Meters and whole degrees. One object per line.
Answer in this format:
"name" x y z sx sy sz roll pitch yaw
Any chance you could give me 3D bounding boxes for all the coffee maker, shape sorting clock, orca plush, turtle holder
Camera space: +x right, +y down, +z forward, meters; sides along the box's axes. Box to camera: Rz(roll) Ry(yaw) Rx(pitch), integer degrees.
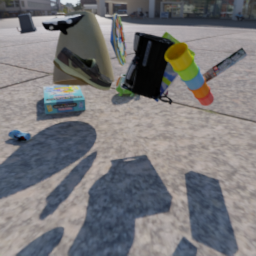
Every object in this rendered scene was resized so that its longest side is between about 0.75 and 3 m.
"coffee maker" 0.897 -2.125 9.717 1.917 1.995 1.344 16 24 -2
"shape sorting clock" -0.321 -3.564 11.407 0.404 2.059 2.059 -7 24 14
"orca plush" -1.926 -3.081 8.473 0.717 0.484 1.363 21 40 30
"turtle holder" 0.054 -2.401 15.637 1.514 1.075 1.151 11 28 22

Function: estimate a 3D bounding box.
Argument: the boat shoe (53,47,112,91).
"boat shoe" -1.156 -1.685 8.117 2.049 0.673 0.732 18 27 -44

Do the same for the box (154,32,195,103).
"box" 1.267 -2.260 10.626 1.402 2.299 0.548 39 15 9

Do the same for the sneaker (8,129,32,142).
"sneaker" -4.266 0.324 10.891 0.936 0.367 0.421 6 30 13

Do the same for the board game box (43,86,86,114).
"board game box" -3.337 -1.553 14.450 1.920 0.597 2.543 -7 27 -15

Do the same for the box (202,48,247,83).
"box" 3.261 -2.124 9.882 1.208 0.352 1.765 -35 -1 -1

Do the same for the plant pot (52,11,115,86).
"plant pot" -2.009 -3.381 12.124 2.679 2.861 2.679 -4 3 0

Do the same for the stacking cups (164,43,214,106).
"stacking cups" 1.734 -1.333 7.684 0.648 2.141 0.648 -21 47 24

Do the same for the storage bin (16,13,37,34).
"storage bin" -3.695 -3.756 10.071 0.667 0.616 0.917 -12 25 -7

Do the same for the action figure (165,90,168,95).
"action figure" 1.933 -2.071 15.597 0.790 0.588 0.529 -4 29 -41
